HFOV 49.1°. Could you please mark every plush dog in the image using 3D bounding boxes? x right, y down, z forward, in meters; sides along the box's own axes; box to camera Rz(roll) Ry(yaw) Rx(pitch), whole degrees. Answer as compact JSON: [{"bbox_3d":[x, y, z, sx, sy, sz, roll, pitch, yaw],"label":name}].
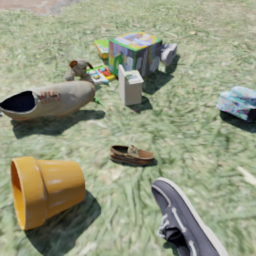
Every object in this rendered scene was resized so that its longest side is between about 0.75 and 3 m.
[{"bbox_3d":[-1.771,-2.174,10.143,1.041,0.894,0.835,-5,72,-32],"label":"plush dog"}]

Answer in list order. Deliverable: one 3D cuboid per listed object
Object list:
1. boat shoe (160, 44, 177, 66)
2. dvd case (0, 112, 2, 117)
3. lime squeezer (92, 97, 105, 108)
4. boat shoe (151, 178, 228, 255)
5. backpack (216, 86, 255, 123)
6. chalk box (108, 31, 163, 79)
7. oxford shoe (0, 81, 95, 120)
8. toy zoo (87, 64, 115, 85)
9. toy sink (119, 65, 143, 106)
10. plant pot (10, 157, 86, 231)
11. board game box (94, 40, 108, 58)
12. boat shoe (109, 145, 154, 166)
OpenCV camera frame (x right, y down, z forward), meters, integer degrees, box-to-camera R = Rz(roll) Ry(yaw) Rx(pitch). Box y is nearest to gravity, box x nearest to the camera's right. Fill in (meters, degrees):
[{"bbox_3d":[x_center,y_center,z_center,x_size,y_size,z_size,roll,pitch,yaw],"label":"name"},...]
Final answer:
[{"bbox_3d":[1.456,-3.074,11.684,0.815,0.656,1.758,11,32,19],"label":"boat shoe"},{"bbox_3d":[-4.638,-0.603,9.186,0.763,0.082,1.026,-14,42,-27],"label":"dvd case"},{"bbox_3d":[-1.142,-0.913,9.532,0.921,0.174,0.325,17,44,17],"label":"lime squeezer"},{"bbox_3d":[0.971,1.953,5.609,0.792,0.917,2.525,-21,37,-14],"label":"boat shoe"},{"bbox_3d":[3.471,-0.786,8.786,1.253,0.944,1.113,21,27,33],"label":"backpack"},{"bbox_3d":[0.093,-2.620,10.469,1.317,1.323,2.127,32,44,29],"label":"chalk box"},{"bbox_3d":[-2.400,-0.813,8.501,2.906,1.028,1.073,-17,2,-7],"label":"oxford shoe"},{"bbox_3d":[-1.088,-2.053,10.851,0.863,0.135,1.315,-21,46,-23],"label":"toy zoo"},{"bbox_3d":[0.091,-1.474,9.404,0.658,1.174,0.765,-11,42,-11],"label":"toy sink"},{"bbox_3d":[-1.733,1.304,6.157,1.359,1.485,1.485,-8,40,-30],"label":"plant pot"},{"bbox_3d":[-0.209,-3.488,12.162,2.310,0.346,1.104,-11,47,-19],"label":"board game box"},{"bbox_3d":[0.083,0.694,7.473,1.237,0.457,0.468,3,41,3],"label":"boat shoe"}]
